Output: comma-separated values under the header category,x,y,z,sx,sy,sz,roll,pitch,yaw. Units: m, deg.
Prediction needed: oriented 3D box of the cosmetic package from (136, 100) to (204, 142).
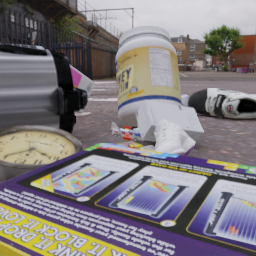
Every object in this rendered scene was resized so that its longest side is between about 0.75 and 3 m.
category,x,y,z,sx,sy,sz,roll,pitch,yaw
cosmetic package,0.893,-0.100,6.135,1.319,0.535,0.745,7,49,-27

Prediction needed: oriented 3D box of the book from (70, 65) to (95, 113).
category,x,y,z,sx,sy,sz,roll,pitch,yaw
book,-2.275,-1.618,10.487,0.495,1.376,2.060,10,-17,44

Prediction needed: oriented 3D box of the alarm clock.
category,x,y,z,sx,sy,sz,roll,pitch,yaw
alarm clock,-1.378,0.532,3.820,1.351,0.667,2.004,10,17,0

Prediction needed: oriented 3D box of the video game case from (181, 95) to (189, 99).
category,x,y,z,sx,sy,sz,roll,pitch,yaw
video game case,2.808,-1.791,16.616,1.651,0.219,2.311,1,11,3

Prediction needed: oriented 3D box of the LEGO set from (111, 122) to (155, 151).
category,x,y,z,sx,sy,sz,roll,pitch,yaw
LEGO set,0.318,0.179,6.110,1.055,0.347,1.412,30,26,35

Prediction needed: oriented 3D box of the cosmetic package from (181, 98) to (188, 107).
category,x,y,z,sx,sy,sz,roll,pitch,yaw
cosmetic package,2.076,-0.973,11.369,0.492,0.354,0.873,5,-7,-32

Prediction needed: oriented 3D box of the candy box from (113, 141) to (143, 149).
category,x,y,z,sx,sy,sz,roll,pitch,yaw
candy box,-0.178,0.426,5.963,0.912,0.120,0.466,-6,15,-33

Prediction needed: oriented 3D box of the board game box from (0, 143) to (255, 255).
category,x,y,z,sx,sy,sz,roll,pitch,yaw
board game box,0.234,0.862,2.351,2.610,0.740,2.158,7,15,30

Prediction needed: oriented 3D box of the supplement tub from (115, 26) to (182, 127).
category,x,y,z,sx,sy,sz,roll,pitch,yaw
supplement tub,0.563,-1.438,8.164,1.828,2.532,1.828,-3,-15,-1

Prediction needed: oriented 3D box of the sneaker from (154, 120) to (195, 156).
category,x,y,z,sx,sy,sz,roll,pitch,yaw
sneaker,0.645,0.281,4.885,0.592,0.788,1.582,-42,-10,22

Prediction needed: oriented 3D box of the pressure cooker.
category,x,y,z,sx,sy,sz,roll,pitch,yaw
pressure cooker,-2.230,-0.715,6.499,2.500,2.233,2.199,-5,57,-24

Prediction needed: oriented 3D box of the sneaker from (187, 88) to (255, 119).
category,x,y,z,sx,sy,sz,roll,pitch,yaw
sneaker,3.492,-0.871,9.957,2.863,1.061,1.267,4,10,22
